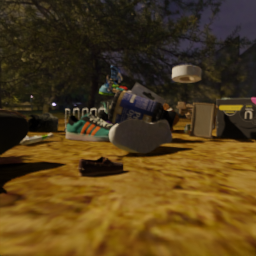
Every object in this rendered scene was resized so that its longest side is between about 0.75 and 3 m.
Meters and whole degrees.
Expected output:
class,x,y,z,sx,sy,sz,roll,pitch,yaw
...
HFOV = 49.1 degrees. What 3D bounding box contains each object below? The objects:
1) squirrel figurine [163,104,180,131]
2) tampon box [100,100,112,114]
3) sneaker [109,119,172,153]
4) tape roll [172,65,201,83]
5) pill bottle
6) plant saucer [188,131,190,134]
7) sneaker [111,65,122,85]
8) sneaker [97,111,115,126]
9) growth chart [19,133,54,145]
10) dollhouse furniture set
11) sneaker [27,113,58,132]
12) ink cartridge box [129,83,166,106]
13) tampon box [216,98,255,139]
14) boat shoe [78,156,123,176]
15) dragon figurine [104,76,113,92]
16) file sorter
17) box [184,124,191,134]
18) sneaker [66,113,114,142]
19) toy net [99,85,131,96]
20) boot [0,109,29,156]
class,x,y,z,sx,sy,sz,roll,pitch,yaw
squirrel figurine,1.779,-0.730,15.603,2.615,1.851,2.441,-13,17,-35
tampon box,-0.506,-0.623,14.930,1.399,1.660,2.216,-1,4,-22
sneaker,0.246,0.283,7.742,0.980,0.930,2.434,-14,-10,38
tape roll,2.290,-2.088,10.953,1.125,0.393,1.125,3,-6,0
pill bottle,0.526,-0.460,10.292,2.277,1.273,1.273,18,5,6
plant saucer,3.119,0.221,12.237,0.967,0.181,0.967,0,-7,0
sneaker,-0.510,-2.145,11.367,0.344,0.383,0.930,22,-27,32
sneaker,-0.098,-0.341,12.249,2.831,1.408,0.984,-3,4,-33
growth chart,-4.326,0.410,9.529,2.950,0.262,2.135,0,4,7
dollhouse furniture set,2.904,-0.344,11.549,1.467,1.253,2.830,6,4,22
sneaker,-4.915,-0.331,15.363,1.554,1.037,2.713,6,6,-30
ink cartridge box,0.456,-0.682,11.237,1.445,1.778,0.507,32,3,-1
tampon box,5.241,-0.451,12.169,1.954,1.646,2.608,3,4,39
boat shoe,-0.450,0.645,4.856,0.855,0.301,0.301,-1,1,-35
dragon figurine,-0.831,-1.833,11.720,0.243,0.410,0.825,-1,47,-33
file sorter,-2.282,-0.392,14.777,2.003,1.247,1.390,-2,3,-21
box,3.044,0.052,12.767,0.892,0.281,1.620,-1,-7,6
sneaker,-1.254,-0.036,10.411,2.519,1.006,0.899,2,4,23
toy net,-0.257,-1.485,12.153,1.125,0.414,2.144,-6,23,-45
boot,-2.481,0.392,4.555,1.934,1.083,2.796,8,21,37
